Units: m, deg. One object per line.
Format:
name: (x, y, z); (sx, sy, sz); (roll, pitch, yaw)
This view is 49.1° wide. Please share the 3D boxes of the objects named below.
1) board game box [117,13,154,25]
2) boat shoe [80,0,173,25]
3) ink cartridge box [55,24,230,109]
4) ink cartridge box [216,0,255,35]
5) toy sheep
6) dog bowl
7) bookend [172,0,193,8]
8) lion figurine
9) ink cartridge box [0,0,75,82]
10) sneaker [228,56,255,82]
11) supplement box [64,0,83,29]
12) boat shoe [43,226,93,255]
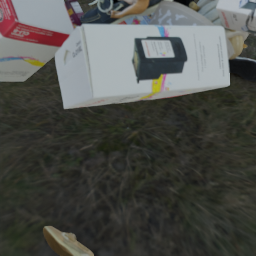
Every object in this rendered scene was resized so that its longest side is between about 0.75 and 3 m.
board game box: (0.155, -3.124, 8.263); (1.236, 1.263, 0.353); (-35, 5, 24)
boat shoe: (-0.226, -3.031, 6.748); (2.703, 0.836, 1.012); (-1, 57, 38)
ink cartridge box: (0.155, -0.919, 4.490); (2.264, 0.938, 1.650); (-9, 3, -25)
ink cartridge box: (2.411, -2.167, 5.285); (1.251, 0.537, 0.916); (25, 7, 29)
toy sheep: (2.552, -3.031, 7.993); (1.678, 1.678, 2.435); (-13, 76, -17)
dog bowl: (1.327, -1.939, 6.386); (2.092, 0.613, 2.092); (35, 5, -3)
bookend: (1.049, -4.176, 9.270); (2.108, 2.121, 0.977); (-7, 5, 20)
lion figurine: (0.282, -2.791, 5.689); (1.067, 0.631, 1.742); (-2, -10, -21)
ink cartridge box: (-2.544, -2.142, 5.954); (2.160, 1.570, 1.562); (-27, -8, 33)
sneaker: (4.696, -2.575, 11.327); (0.938, 0.812, 2.266); (-28, 44, -33)
supplement box: (-1.551, -2.996, 8.104); (0.643, 1.166, 0.499); (-20, 19, 27)
boat shoe: (-1.129, 2.158, 5.200); (1.095, 0.390, 0.353); (31, 38, 24)
